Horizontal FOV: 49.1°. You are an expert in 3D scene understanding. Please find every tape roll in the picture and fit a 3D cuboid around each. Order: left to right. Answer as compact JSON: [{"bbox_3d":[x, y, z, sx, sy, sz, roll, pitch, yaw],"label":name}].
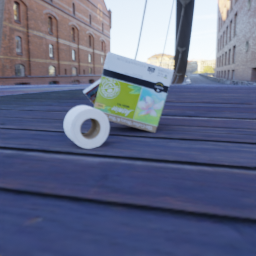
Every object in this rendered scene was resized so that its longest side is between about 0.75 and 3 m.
[{"bbox_3d":[-1.089,-0.037,7.286,1.043,1.043,0.716,-5,11,-25],"label":"tape roll"}]

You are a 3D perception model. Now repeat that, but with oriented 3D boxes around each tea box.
[{"bbox_3d":[0.107,-1.201,9.298,2.138,2.104,1.429,14,13,-6],"label":"tea box"}]

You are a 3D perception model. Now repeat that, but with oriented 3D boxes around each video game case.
[{"bbox_3d":[-1.170,-1.559,12.750,1.292,0.158,1.807,-35,-25,-1],"label":"video game case"}]
